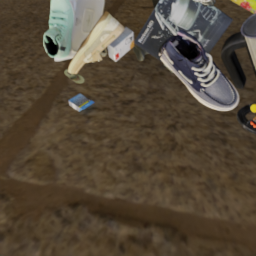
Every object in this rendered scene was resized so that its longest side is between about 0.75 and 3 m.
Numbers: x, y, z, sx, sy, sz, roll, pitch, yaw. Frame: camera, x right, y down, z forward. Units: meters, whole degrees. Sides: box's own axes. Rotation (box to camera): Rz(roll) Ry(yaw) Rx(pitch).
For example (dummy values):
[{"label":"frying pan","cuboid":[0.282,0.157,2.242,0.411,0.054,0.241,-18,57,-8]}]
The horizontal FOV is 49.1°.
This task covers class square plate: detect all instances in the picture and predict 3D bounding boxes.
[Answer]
[{"label":"square plate","cuboid":[-1.638,-3.971,10.382,0.420,2.952,2.924,18,22,12]}]

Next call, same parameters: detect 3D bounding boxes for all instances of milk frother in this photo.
[{"label":"milk frother","cuboid":[4.085,-1.581,8.066,2.494,2.599,2.763,-19,38,27]}]

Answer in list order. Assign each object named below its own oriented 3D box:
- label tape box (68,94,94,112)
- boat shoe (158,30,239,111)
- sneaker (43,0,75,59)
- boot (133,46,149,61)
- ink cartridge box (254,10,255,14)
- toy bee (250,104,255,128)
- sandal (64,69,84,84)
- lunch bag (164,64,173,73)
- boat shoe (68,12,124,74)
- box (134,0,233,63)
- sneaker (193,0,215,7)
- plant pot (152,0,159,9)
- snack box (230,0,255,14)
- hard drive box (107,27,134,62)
[{"label":"label tape box","cuboid":[-1.839,-0.949,11.122,0.874,0.277,0.630,32,53,29]},{"label":"boat shoe","cuboid":[1.781,-1.322,6.779,2.466,1.144,0.921,38,91,0]},{"label":"sneaker","cuboid":[-2.131,-3.140,8.537,0.752,2.044,1.205,3,19,7]},{"label":"boot","cuboid":[1.106,-3.822,13.958,1.473,0.534,1.339,-5,46,-15]},{"label":"ink cartridge box","cuboid":[4.525,-3.373,9.548,0.491,0.847,1.455,9,56,5]},{"label":"toy bee","cuboid":[3.599,-0.250,7.426,0.650,1.196,0.783,-47,58,13]},{"label":"sandal","cuboid":[-1.956,-1.829,10.161,0.804,0.319,0.229,26,23,-35]},{"label":"lunch bag","cuboid":[1.845,-2.559,10.130,0.566,0.789,0.962,44,46,1]},{"label":"boat shoe","cuboid":[-1.017,-2.297,8.299,0.774,2.383,0.860,33,43,-19]},{"label":"box","cuboid":[1.604,-2.939,8.590,2.061,2.096,1.299,33,18,-4]},{"label":"sneaker","cuboid":[1.848,-3.189,6.939,0.283,0.385,0.851,-53,39,11]},{"label":"plant pot","cuboid":[2.386,-4.824,11.462,2.429,2.435,2.160,-15,43,8]},{"label":"snack box","cuboid":[4.653,-5.933,11.218,2.344,1.667,0.621,36,51,12]},{"label":"hard drive box","cuboid":[-0.222,-2.520,8.483,0.317,0.644,0.826,41,75,18]}]
